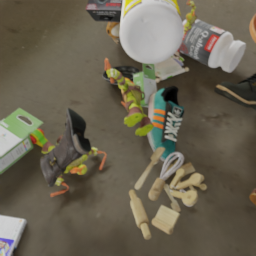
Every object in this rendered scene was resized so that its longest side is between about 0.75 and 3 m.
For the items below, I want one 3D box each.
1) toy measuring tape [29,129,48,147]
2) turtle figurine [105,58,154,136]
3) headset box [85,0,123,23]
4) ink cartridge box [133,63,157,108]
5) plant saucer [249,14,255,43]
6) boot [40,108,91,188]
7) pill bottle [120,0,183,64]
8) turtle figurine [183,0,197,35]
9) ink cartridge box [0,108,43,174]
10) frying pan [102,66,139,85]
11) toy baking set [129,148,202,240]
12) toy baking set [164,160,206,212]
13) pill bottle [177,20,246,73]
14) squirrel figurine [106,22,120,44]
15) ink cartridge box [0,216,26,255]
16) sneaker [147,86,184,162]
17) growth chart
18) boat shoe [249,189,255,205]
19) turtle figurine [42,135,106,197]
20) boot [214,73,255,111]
[{"bbox_3d":[-2.633,0.354,8.600,1.350,0.497,0.497,24,53,20],"label":"toy measuring tape"},{"bbox_3d":[0.136,-0.734,7.838,0.775,2.407,1.941,-23,52,5],"label":"turtle figurine"},{"bbox_3d":[-0.521,-4.979,10.565,1.626,0.844,2.185,14,81,27],"label":"headset box"},{"bbox_3d":[0.569,-1.430,9.315,0.427,1.441,0.748,-7,-5,39],"label":"ink cartridge box"},{"bbox_3d":[4.461,-2.593,8.001,2.081,0.336,2.081,4,60,-8],"label":"plant saucer"},{"bbox_3d":[-1.732,0.454,7.167,1.501,0.597,1.724,-39,45,19],"label":"boot"},{"bbox_3d":[0.628,-3.260,8.037,1.636,1.636,2.995,1,44,1],"label":"pill bottle"},{"bbox_3d":[2.090,-3.675,9.321,0.428,1.330,1.073,17,14,12],"label":"turtle figurine"},{"bbox_3d":[-3.661,0.455,8.380,1.127,0.644,2.172,28,54,23],"label":"ink cartridge box"},{"bbox_3d":[-0.053,-1.786,10.219,1.399,0.376,2.313,-21,37,-20],"label":"frying pan"},{"bbox_3d":[0.726,1.328,6.066,1.665,0.252,2.169,-40,29,3],"label":"toy baking set"},{"bbox_3d":[1.472,1.539,7.731,1.175,0.178,1.531,34,57,27],"label":"toy baking set"},{"bbox_3d":[3.227,-3.284,11.160,2.502,1.449,1.449,34,57,25],"label":"pill bottle"},{"bbox_3d":[0.471,-4.448,11.968,2.540,1.926,2.722,16,54,34],"label":"squirrel figurine"},{"bbox_3d":[-3.158,2.638,6.711,1.074,0.233,1.064,8,49,4],"label":"ink cartridge box"},{"bbox_3d":[1.172,-0.226,8.366,0.861,0.964,2.412,21,54,-34],"label":"sneaker"},{"bbox_3d":[1.399,-2.873,11.638,1.791,0.219,2.474,-18,51,-16],"label":"growth chart"},{"bbox_3d":[3.923,1.982,7.100,1.601,0.563,0.563,30,60,14],"label":"boat shoe"},{"bbox_3d":[-1.741,0.917,7.975,1.602,0.640,1.986,35,57,27],"label":"turtle figurine"},{"bbox_3d":[3.872,-1.531,8.651,2.513,1.738,0.973,8,24,-39],"label":"boot"}]
